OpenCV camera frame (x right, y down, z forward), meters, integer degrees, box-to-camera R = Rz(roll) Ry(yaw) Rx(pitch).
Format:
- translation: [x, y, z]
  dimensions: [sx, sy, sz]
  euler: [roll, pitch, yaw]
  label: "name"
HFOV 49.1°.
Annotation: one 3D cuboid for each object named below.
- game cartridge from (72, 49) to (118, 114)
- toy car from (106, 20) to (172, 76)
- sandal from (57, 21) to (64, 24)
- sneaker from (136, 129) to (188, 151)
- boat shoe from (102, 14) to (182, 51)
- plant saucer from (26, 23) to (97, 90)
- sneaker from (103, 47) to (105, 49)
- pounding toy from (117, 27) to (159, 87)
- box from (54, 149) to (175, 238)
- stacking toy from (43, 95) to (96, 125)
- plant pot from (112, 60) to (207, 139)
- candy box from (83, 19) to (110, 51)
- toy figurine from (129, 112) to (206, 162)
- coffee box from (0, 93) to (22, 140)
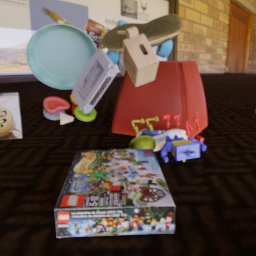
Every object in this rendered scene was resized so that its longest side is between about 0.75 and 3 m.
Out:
- translation: [-1.008, -1.357, 8.032]
  dimensions: [0.337, 1.650, 1.098]
  euler: [10, 37, -47]
  label: "game cartridge"
- translation: [0.255, -3.589, 12.513]
  dimensions: [2.400, 2.303, 2.604]
  euler: [15, 26, -18]
  label: "toy car"
- translation: [-2.721, -4.116, 11.147]
  dimensions: [0.330, 0.296, 0.900]
  euler: [-38, 21, -11]
  label: "sandal"
- translation: [0.984, 0.240, 8.715]
  dimensions: [1.486, 0.598, 1.088]
  euler: [-12, 22, -24]
  label: "sneaker"
- translation: [0.555, -3.375, 10.532]
  dimensions: [2.964, 1.059, 0.974]
  euler: [-15, -14, 4]
  label: "boat shoe"
- translation: [-2.383, -2.625, 10.298]
  dimensions: [2.572, 2.572, 0.462]
  euler: [-2, 40, -8]
  label: "plant saucer"
- translation: [-1.083, -3.874, 12.837]
  dimensions: [0.325, 0.355, 0.832]
  euler: [25, -1, -22]
  label: "sneaker"
- translation: [0.277, -2.145, 7.523]
  dimensions: [0.714, 1.370, 1.560]
  euler: [-21, -19, -11]
  label: "pounding toy"
- translation: [-0.252, 1.100, 5.569]
  dimensions: [1.853, 0.511, 2.713]
  euler: [-1, 14, -3]
  label: "box"
- translation: [-2.554, -0.595, 12.417]
  dimensions: [2.195, 0.927, 1.987]
  euler: [-13, 45, -32]
  label: "stacking toy"
- translation: [1.277, -1.215, 10.474]
  dimensions: [2.907, 2.564, 2.910]
  euler: [7, 16, 27]
  label: "plant pot"
- translation: [-1.536, -3.538, 11.700]
  dimensions: [0.991, 1.699, 0.480]
  euler: [31, 12, 15]
  label: "candy box"
- translation: [1.249, 0.364, 7.374]
  dimensions: [2.202, 1.161, 1.319]
  euler: [-5, 21, -16]
  label: "toy figurine"
- translation: [-4.951, -0.337, 9.205]
  dimensions: [2.615, 1.478, 1.044]
  euler: [-5, 14, -20]
  label: "coffee box"
